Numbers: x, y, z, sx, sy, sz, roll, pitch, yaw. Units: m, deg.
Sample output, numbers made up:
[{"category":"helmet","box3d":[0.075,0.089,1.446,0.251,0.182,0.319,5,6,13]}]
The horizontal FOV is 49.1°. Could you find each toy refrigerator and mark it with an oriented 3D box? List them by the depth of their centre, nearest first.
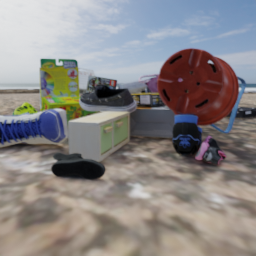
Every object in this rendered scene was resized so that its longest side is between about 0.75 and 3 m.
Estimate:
[{"category":"toy refrigerator","box3d":[-0.656,0.140,7.820,0.898,0.974,2.566,3,9,17]}]

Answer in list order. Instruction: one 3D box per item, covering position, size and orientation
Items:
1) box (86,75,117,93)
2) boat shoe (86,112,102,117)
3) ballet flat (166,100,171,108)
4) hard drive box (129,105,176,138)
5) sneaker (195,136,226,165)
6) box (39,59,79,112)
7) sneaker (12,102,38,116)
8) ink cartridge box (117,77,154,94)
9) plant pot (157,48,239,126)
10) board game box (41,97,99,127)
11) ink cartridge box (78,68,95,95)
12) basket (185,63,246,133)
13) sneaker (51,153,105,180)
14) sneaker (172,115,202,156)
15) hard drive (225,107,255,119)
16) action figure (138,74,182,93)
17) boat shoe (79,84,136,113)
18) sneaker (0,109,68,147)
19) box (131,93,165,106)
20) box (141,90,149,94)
[{"category":"box","box3d":[-1.351,-1.396,13.386,1.372,2.009,0.379,10,4,2]},{"category":"boat shoe","box3d":[-0.766,-0.204,10.422,0.856,0.858,2.377,-7,7,-30]},{"category":"ballet flat","box3d":[1.363,-0.858,9.510,0.338,0.312,1.001,10,12,8]},{"category":"hard drive box","box3d":[1.352,-0.327,10.541,2.023,0.997,2.595,3,9,24]},{"category":"sneaker","box3d":[2.091,0.596,6.895,0.644,0.534,1.351,23,19,18]},{"category":"box","box3d":[-2.987,-1.552,12.245,1.682,2.867,0.694,-2,7,-17]},{"category":"sneaker","box3d":[-4.037,-0.488,10.741,0.784,0.695,1.876,-42,6,9]},{"category":"ink cartridge box","box3d":[0.429,-2.038,14.262,2.039,0.414,2.035,-15,0,-7]},{"category":"plant pot","box3d":[1.832,-1.129,7.628,2.170,2.170,2.111,4,2,23]},{"category":"board game box","box3d":[-2.297,-0.612,11.334,2.403,1.221,0.572,-8,40,-41]},{"category":"ink cartridge box","box3d":[-2.418,-2.506,15.021,1.495,0.441,1.868,3,45,-28]},{"category":"basket","box3d":[2.666,-0.996,8.833,2.129,1.877,1.481,21,-6,-25]},{"category":"sneaker","box3d":[-1.041,0.745,5.838,1.368,0.411,0.713,-1,13,16]},{"category":"sneaker","box3d":[1.573,0.335,7.567,0.814,0.904,2.320,2,-12,18]},{"category":"hard drive","box3d":[5.695,-0.908,15.722,1.840,0.498,2.634,-8,12,-39]},{"category":"action figure","box3d":[1.804,-2.268,12.416,2.301,1.714,1.542,-34,25,18]},{"category":"boat shoe","box3d":[-0.882,-1.110,9.893,0.964,0.914,2.758,-37,33,-30]},{"category":"sneaker","box3d":[-3.094,0.113,8.213,2.708,1.094,1.564,-1,10,39]},{"category":"box","box3d":[0.769,-1.096,10.662,1.593,0.492,1.994,1,7,39]},{"category":"box","box3d":[1.391,-1.132,14.049,1.475,1.464,0.366,1,22,11]}]
